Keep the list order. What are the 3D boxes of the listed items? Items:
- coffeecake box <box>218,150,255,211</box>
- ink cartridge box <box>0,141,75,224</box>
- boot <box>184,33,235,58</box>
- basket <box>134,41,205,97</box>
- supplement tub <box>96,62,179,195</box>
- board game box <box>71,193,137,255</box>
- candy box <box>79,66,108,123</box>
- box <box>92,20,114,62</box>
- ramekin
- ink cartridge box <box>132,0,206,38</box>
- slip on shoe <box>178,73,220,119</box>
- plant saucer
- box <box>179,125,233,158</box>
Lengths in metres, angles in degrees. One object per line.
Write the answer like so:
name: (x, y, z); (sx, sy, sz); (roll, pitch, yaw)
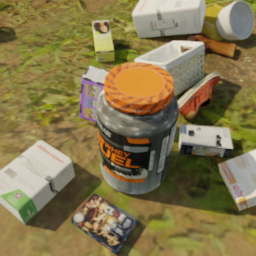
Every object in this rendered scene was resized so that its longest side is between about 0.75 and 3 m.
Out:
coffeecake box: (3.090, 1.163, 6.720); (1.452, 0.531, 1.115); (-23, 46, 9)
ink cartridge box: (-2.315, 1.255, 6.845); (1.222, 0.706, 1.673); (28, 52, 25)
boot: (3.352, -3.203, 11.530); (1.903, 0.651, 1.791); (25, 43, 13)
basket: (1.467, -1.984, 9.453); (2.082, 1.285, 1.412); (-32, 35, -30)
supplement tub: (0.182, 0.087, 6.458); (1.766, 2.882, 1.766); (0, 45, 0)
board game box: (-0.537, 2.122, 6.331); (1.257, 0.217, 0.851); (25, 50, 23)
candy box: (-0.423, -0.745, 8.007); (1.797, 1.508, 0.643); (18, 46, 4)
box: (-1.043, -3.607, 11.548); (0.758, 0.505, 2.014); (-7, 58, -7)
ramekin: (4.561, -4.543, 12.048); (1.585, 1.585, 0.832); (-27, 18, -24)
ink cartridge box: (1.850, -5.060, 12.323); (2.821, 1.168, 2.067); (2, 47, 22)
slip on shoe: (2.377, -1.053, 9.132); (0.757, 0.916, 2.473); (46, 52, 5)
plant saucer: (4.001, -5.125, 13.259); (2.542, 0.616, 2.542); (-26, 51, -22)
box: (2.162, 0.365, 7.935); (1.396, 0.420, 0.814); (6, 46, 5)
